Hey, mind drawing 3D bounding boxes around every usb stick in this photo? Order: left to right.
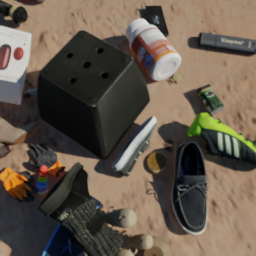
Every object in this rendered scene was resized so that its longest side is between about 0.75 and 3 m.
[{"bbox_3d":[4.061,-3.432,11.374,2.475,0.403,0.686,10,66,4],"label":"usb stick"}]

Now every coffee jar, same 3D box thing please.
[{"bbox_3d":[2.987,-1.059,10.264,0.582,0.476,1.115,-22,68,-8],"label":"coffee jar"}]

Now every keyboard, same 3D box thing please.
[{"bbox_3d":[1.066,-4.553,11.993,1.050,0.224,1.748,-5,65,-9],"label":"keyboard"}]

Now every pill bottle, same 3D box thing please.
[{"bbox_3d":[0.864,-3.027,10.680,1.304,1.304,2.325,-26,65,-11],"label":"pill bottle"}]

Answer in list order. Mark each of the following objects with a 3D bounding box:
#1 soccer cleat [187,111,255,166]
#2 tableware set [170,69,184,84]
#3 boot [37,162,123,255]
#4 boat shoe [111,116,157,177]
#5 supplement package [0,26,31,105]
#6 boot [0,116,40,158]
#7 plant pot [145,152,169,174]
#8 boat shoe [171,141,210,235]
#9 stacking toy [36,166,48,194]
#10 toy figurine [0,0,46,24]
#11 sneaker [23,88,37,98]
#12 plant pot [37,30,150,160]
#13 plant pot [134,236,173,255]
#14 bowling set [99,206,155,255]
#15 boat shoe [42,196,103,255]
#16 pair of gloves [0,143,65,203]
[{"bbox_3d":[3.323,0.606,9.352,2.875,0.971,1.165,35,107,2],"label":"soccer cleat"},{"bbox_3d":[1.785,-2.056,10.901,0.505,0.153,0.764,-34,64,-2],"label":"tableware set"},{"bbox_3d":[-1.165,2.270,7.734,2.181,2.918,1.098,44,100,-6],"label":"boot"},{"bbox_3d":[0.330,0.617,9.395,0.640,0.776,2.261,41,75,-12],"label":"boat shoe"},{"bbox_3d":[-4.688,-2.276,9.890,2.075,1.596,2.170,9,64,-18],"label":"supplement package"},{"bbox_3d":[-4.196,0.029,9.570,1.931,0.678,1.412,-41,84,-7],"label":"boot"},{"bbox_3d":[0.966,1.143,9.395,0.793,0.109,0.793,-5,59,9],"label":"plant pot"},{"bbox_3d":[1.949,1.775,8.760,1.100,0.918,2.948,3,67,-1],"label":"boat shoe"},{"bbox_3d":[-2.713,1.620,8.845,0.386,0.386,0.905,10,109,4],"label":"stacking toy"},{"bbox_3d":[-4.540,-5.897,11.211,1.851,2.619,2.660,27,60,6],"label":"toy figurine"},{"bbox_3d":[-3.383,-1.165,10.379,0.984,0.369,0.568,-20,75,-3],"label":"sneaker"},{"bbox_3d":[-1.162,-1.269,9.178,2.990,2.659,2.997,32,69,13],"label":"plant pot"},{"bbox_3d":[0.742,3.706,8.052,1.171,0.541,1.171,-1,63,2],"label":"plant pot"},{"bbox_3d":[-0.038,3.724,7.852,1.458,1.890,2.716,-17,53,39],"label":"bowling set"},{"bbox_3d":[-1.630,3.267,7.926,1.003,1.230,2.923,20,69,11],"label":"boat shoe"},{"bbox_3d":[-3.153,1.403,9.099,1.691,0.235,1.898,33,68,29],"label":"pair of gloves"}]
